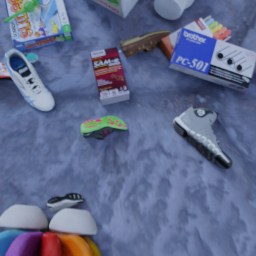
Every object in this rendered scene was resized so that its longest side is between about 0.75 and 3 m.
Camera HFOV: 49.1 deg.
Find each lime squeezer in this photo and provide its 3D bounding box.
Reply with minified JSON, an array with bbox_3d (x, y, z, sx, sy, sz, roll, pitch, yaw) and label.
[{"bbox_3d":[-3.162,-4.074,9.026,0.699,0.373,1.978,17,72,38],"label":"lime squeezer"}]

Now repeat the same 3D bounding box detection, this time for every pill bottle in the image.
[{"bbox_3d":[1.737,-4.782,9.184,1.301,1.301,2.345,24,75,7],"label":"pill bottle"}]

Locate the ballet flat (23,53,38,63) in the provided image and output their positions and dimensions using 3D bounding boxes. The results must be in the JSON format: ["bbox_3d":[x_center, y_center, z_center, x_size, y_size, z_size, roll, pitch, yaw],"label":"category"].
[{"bbox_3d":[-3.210,-2.202,8.894,0.874,0.314,0.314,9,73,15],"label":"ballet flat"}]

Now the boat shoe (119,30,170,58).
[{"bbox_3d":[0.575,-2.714,8.986,1.736,0.625,0.586,-21,107,-14],"label":"boat shoe"}]

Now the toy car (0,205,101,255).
[{"bbox_3d":[-2.062,3.080,6.330,2.859,2.144,2.502,5,74,1],"label":"toy car"}]

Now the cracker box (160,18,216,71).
[{"bbox_3d":[1.936,-2.668,8.928,1.538,0.444,1.030,-30,81,-8],"label":"cracker box"}]

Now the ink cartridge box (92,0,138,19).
[{"bbox_3d":[-0.507,-5.318,8.414,2.108,2.873,2.098,33,84,10],"label":"ink cartridge box"}]

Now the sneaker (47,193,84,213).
[{"bbox_3d":[-1.682,2.045,7.634,0.981,0.362,0.389,-9,114,-13],"label":"sneaker"}]

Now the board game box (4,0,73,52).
[{"bbox_3d":[-3.070,-3.996,9.372,1.875,0.477,2.770,-16,74,-5],"label":"board game box"}]

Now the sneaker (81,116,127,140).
[{"bbox_3d":[-0.708,0.028,8.165,1.376,0.576,0.528,-5,45,-17],"label":"sneaker"}]

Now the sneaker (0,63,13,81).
[{"bbox_3d":[-3.765,-1.766,8.770,0.989,0.330,0.530,2,75,4],"label":"sneaker"}]

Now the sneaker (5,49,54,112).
[{"bbox_3d":[-2.968,-1.384,8.339,0.760,0.766,2.115,-37,90,-14],"label":"sneaker"}]

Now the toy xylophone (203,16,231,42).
[{"bbox_3d":[2.799,-3.120,9.216,0.799,0.274,1.091,-43,77,-11],"label":"toy xylophone"}]

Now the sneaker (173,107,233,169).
[{"bbox_3d":[2.379,0.122,7.985,2.047,0.768,1.182,43,75,13],"label":"sneaker"}]

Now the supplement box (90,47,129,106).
[{"bbox_3d":[-0.574,-1.603,8.632,0.897,0.502,1.649,-14,72,-4],"label":"supplement box"}]

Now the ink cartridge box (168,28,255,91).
[{"bbox_3d":[2.533,-2.018,8.407,2.416,0.534,1.136,16,86,-6],"label":"ink cartridge box"}]
